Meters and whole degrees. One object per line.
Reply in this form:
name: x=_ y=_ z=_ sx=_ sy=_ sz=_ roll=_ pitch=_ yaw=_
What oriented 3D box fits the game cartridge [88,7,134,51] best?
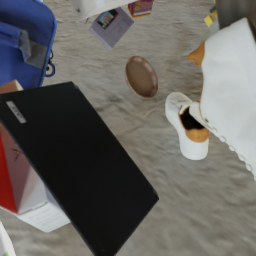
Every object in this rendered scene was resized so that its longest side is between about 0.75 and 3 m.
game cartridge: x=-0.424 y=-2.701 z=7.349 sx=0.233 sy=0.786 sz=1.212 roll=-16 pitch=36 yaw=56

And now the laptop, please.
laptop: x=-0.465 y=0.364 z=2.756 sx=0.832 sy=1.610 sz=1.427 roll=-34 pitch=85 yaw=-22

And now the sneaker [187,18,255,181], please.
sneaker: x=1.461 y=0.016 z=3.562 sx=1.076 sy=2.542 sz=0.926 roll=-22 pitch=-13 yaw=33

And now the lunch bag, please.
lunch bag: x=-2.128 y=-1.175 z=3.812 sx=2.330 sy=1.583 sz=1.541 roll=14 pitch=0 yaw=-32

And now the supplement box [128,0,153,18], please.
supplement box: x=0.341 y=-3.465 z=7.403 sx=0.547 sy=0.991 sz=0.424 roll=-16 pitch=67 yaw=-13

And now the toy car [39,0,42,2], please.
toy car: x=-2.504 y=-3.158 z=6.532 sx=2.550 sy=2.766 sz=2.447 roll=11 pitch=30 yaw=37

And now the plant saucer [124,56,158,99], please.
plant saucer: x=0.360 y=-1.482 z=8.347 sx=0.229 sy=1.331 sz=1.331 roll=-21 pitch=20 yaw=46

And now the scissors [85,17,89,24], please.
scissors: x=-0.973 y=-3.488 z=7.915 sx=0.410 sy=1.120 sz=0.078 roll=49 pitch=22 yaw=17

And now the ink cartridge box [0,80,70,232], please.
ink cartridge box: x=-1.146 y=0.118 z=2.890 sx=0.355 sy=1.416 sz=1.632 roll=-23 pitch=59 yaw=-7

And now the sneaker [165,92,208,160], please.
sneaker: x=1.525 y=-0.394 z=7.030 sx=0.877 sy=1.020 sz=2.409 roll=-6 pitch=39 yaw=-5

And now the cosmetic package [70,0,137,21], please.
cosmetic package: x=0.087 y=-3.247 z=5.360 sx=2.726 sy=1.467 sz=1.157 roll=-33 pitch=22 yaw=-28

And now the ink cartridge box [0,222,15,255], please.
ink cartridge box: x=-2.631 y=2.467 z=3.686 sx=2.298 sy=0.965 sz=1.672 roll=-22 pitch=45 yaw=-24

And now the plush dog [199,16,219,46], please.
plush dog: x=2.797 y=-2.378 z=5.539 sx=2.675 sy=2.146 sz=2.297 roll=-14 pitch=-8 yaw=32

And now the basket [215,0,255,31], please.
basket: x=1.583 y=-1.821 z=4.101 sx=0.629 sy=0.924 sz=0.833 roll=-8 pitch=16 yaw=11

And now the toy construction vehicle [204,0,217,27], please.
toy construction vehicle: x=2.448 y=-3.948 z=7.734 sx=0.845 sy=2.089 sz=2.399 roll=-32 pitch=8 yaw=-8
